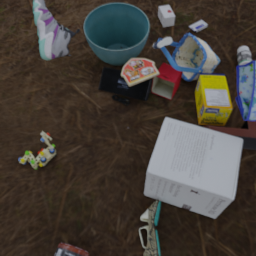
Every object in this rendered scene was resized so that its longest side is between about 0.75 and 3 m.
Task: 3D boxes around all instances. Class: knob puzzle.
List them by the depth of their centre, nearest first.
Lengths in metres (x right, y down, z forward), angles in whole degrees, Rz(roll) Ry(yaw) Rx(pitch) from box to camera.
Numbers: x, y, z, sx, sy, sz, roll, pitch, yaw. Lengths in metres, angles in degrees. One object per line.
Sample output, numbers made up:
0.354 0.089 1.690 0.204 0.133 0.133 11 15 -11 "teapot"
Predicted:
0.371 -2.373 11.110 1.601 0.222 1.601 -7 52 9 "knob puzzle"

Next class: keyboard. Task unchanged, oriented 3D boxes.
-0.193 -1.758 12.362 2.391 0.307 1.436 17 98 22 "keyboard"

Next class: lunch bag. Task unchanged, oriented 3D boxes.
4.044 -1.061 8.238 1.442 1.080 1.696 -3 91 -9 "lunch bag"

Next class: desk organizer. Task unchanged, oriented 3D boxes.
4.280 0.190 11.155 2.433 0.873 0.937 5 56 3 "desk organizer"

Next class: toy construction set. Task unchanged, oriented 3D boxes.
-3.411 0.941 10.830 1.012 0.711 1.543 30 74 18 "toy construction set"

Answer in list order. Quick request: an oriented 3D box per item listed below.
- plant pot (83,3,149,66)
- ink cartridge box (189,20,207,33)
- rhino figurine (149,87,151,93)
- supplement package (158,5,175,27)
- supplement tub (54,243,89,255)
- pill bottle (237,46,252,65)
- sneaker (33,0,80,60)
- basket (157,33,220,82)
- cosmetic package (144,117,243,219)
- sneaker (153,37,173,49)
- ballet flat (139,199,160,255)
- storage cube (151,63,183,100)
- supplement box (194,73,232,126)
-0.506 -4.035 13.062 2.875 1.936 2.875 0 63 0 "plant pot"
3.730 -5.417 15.008 0.977 0.191 0.486 -30 63 -19 "ink cartridge box"
0.220 -2.203 12.646 1.879 0.822 0.562 29 62 17 "rhino figurine"
2.064 -6.046 15.146 0.618 0.611 1.020 -13 59 -8 "supplement package"
-1.955 4.551 8.360 1.030 1.030 1.927 14 60 8 "supplement tub"
5.592 -3.360 13.477 0.623 0.623 1.101 5 59 3 "pill bottle"
-2.777 -3.984 11.079 1.697 2.426 0.943 -9 22 -14 "sneaker"
2.641 -3.119 12.481 2.468 1.717 2.176 6 46 -31 "basket"
2.147 1.400 9.598 2.671 2.202 2.204 16 60 11 "cosmetic package"
1.416 -3.574 11.812 0.796 0.321 0.583 -31 22 -16 "sneaker"
0.719 3.336 9.379 0.720 0.648 1.911 -2 61 11 "ballet flat"
1.716 -2.060 12.398 0.996 1.165 1.047 23 55 14 "storage cube"
3.521 -1.210 11.782 1.102 1.109 2.025 3 53 2 "supplement box"
